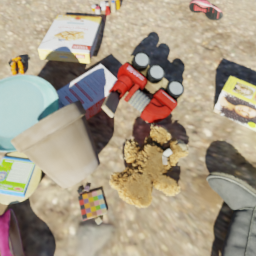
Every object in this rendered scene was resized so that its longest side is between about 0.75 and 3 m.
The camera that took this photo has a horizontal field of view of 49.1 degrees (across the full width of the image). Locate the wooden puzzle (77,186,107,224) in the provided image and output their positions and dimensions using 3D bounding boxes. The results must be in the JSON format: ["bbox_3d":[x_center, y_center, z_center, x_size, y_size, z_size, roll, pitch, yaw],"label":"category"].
[{"bbox_3d":[-0.925,1.971,7.199,0.634,0.075,1.068,-14,58,-9],"label":"wooden puzzle"}]

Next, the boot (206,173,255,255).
[{"bbox_3d":[2.443,2.320,6.550,1.937,0.773,2.130,27,64,12],"label":"boot"}]

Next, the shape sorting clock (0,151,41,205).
[{"bbox_3d":[-3.028,1.313,7.486,1.462,0.287,1.462,-3,58,5],"label":"shape sorting clock"}]

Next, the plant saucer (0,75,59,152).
[{"bbox_3d":[-2.960,-0.416,7.391,2.313,2.313,0.416,-35,53,-20],"label":"plant saucer"}]

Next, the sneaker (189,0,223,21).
[{"bbox_3d":[3.222,-4.855,11.291,1.461,0.538,0.634,32,62,19],"label":"sneaker"}]

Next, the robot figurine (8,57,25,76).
[{"bbox_3d":[-3.855,-2.145,9.741,0.570,0.229,0.787,-12,59,-8],"label":"robot figurine"}]

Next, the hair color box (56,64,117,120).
[{"bbox_3d":[-1.287,-0.984,8.728,2.032,0.649,1.127,-36,68,-21],"label":"hair color box"}]

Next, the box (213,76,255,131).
[{"bbox_3d":[4.057,-0.377,8.124,2.901,1.092,0.727,27,61,18],"label":"box"}]

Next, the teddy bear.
[{"bbox_3d":[0.603,0.983,7.398,1.832,0.844,2.527,27,59,-9],"label":"teddy bear"}]

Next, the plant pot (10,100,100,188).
[{"bbox_3d":[-1.619,0.500,7.084,1.952,1.952,1.693,-34,99,-20],"label":"plant pot"}]

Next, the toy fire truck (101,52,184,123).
[{"bbox_3d":[0.276,-0.830,8.013,1.974,1.443,2.243,41,72,1],"label":"toy fire truck"}]

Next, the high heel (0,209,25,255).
[{"bbox_3d":[-2.474,2.706,6.411,1.885,0.635,0.904,26,71,31],"label":"high heel"}]

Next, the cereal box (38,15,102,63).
[{"bbox_3d":[-2.005,-3.261,10.088,1.745,0.479,2.426,5,48,3],"label":"cereal box"}]

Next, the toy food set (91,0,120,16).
[{"bbox_3d":[-0.917,-4.959,11.360,1.174,0.528,0.561,-1,57,-1],"label":"toy food set"}]
